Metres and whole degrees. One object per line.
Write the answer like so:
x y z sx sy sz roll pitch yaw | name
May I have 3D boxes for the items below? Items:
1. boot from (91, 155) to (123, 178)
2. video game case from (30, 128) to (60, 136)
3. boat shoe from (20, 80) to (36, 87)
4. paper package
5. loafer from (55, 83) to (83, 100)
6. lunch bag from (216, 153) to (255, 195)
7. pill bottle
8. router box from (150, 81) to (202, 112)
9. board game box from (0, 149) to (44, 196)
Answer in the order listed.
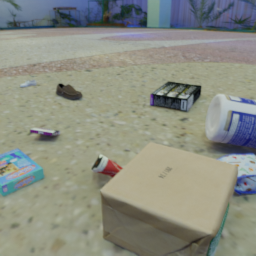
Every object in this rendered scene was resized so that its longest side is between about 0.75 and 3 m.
-0.422 1.185 7.699 1.056 0.530 1.465 29 -11 -11 | boot
-3.005 0.138 10.188 0.851 0.152 0.772 9 6 7 | video game case
-5.806 -2.594 16.242 0.930 0.311 0.342 -19 31 -35 | boat shoe
0.965 1.585 6.245 2.398 1.302 2.516 13 28 26 | paper package
-3.098 -1.899 14.375 1.817 0.645 0.664 17 30 31 | loafer
3.034 1.246 7.610 1.246 0.772 1.059 2 25 -14 | lunch bag
4.070 -0.130 9.256 2.638 1.579 1.579 10 25 -1 | pill bottle
2.392 -1.613 13.777 1.849 0.633 2.480 13 28 25 | router box
-3.382 1.221 8.106 1.217 0.360 1.600 -22 33 -39 | board game box
